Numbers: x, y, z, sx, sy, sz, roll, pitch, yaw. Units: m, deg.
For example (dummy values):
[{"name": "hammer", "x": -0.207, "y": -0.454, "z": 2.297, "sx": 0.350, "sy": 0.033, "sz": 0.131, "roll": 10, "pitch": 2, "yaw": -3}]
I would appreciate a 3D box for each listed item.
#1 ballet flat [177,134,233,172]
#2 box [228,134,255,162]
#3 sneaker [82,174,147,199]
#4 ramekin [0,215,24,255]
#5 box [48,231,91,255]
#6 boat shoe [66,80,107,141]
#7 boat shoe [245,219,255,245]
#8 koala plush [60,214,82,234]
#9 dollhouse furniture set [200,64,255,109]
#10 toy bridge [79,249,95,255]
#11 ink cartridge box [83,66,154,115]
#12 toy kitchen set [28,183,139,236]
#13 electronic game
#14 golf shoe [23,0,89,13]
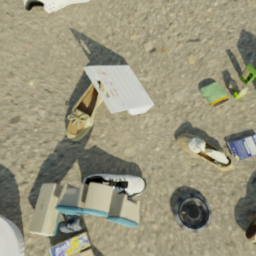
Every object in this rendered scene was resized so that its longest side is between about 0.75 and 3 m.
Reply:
[{"name": "ballet flat", "x": 2.830, "y": 0.805, "z": 10.169, "sx": 2.217, "sy": 0.724, "sz": 0.782, "roll": 28, "pitch": 77, "yaw": 8}, {"name": "box", "x": 4.405, "y": 0.749, "z": 10.454, "sx": 1.234, "sy": 0.200, "sz": 0.748, "roll": -16, "pitch": 75, "yaw": -6}, {"name": "sneaker", "x": -0.487, "y": 2.024, "z": 9.740, "sx": 2.306, "sy": 0.922, "sz": 0.850, "roll": -1, "pitch": 73, "yaw": -2}, {"name": "ramekin", "x": -4.628, "y": 4.059, "z": 8.979, "sx": 2.672, "sy": 1.244, "sz": 2.672, "roll": 0, "pitch": 74, "yaw": 0}, {"name": "box", "x": -1.948, "y": 3.987, "z": 9.426, "sx": 1.338, "sy": 0.430, "sz": 0.469, "roll": -22, "pitch": 75, "yaw": -5}, {"name": "boat shoe", "x": -1.631, "y": -0.732, "z": 10.565, "sx": 0.927, "sy": 0.793, "sz": 2.529, "roll": 22, "pitch": 76, "yaw": 6}, {"name": "boat shoe", "x": 4.847, "y": 3.159, "z": 9.582, "sx": 0.741, "sy": 0.740, "sz": 2.002, "roll": 40, "pitch": 84, "yaw": -3}, {"name": "koala plush", "x": -1.922, "y": 3.160, "z": 9.631, "sx": 0.690, "sy": 0.716, "sz": 0.779, "roll": -18, "pitch": 53, "yaw": 7}, {"name": "dollhouse furniture set", "x": 3.900, "y": -1.614, "z": 10.753, "sx": 2.018, "sy": 0.779, "sz": 1.009, "roll": -25, "pitch": 69, "yaw": -8}, {"name": "toy bridge", "x": -0.885, "y": 5.123, "z": 9.164, "sx": 0.779, "sy": 0.315, "sz": 2.316, "roll": -20, "pitch": 75, "yaw": -6}, {"name": "ink cartridge box", "x": -0.377, "y": -1.318, "z": 10.116, "sx": 2.440, "sy": 0.612, "sz": 1.979, "roll": -17, "pitch": 70, "yaw": -47}, {"name": "toy kitchen set", "x": -1.395, "y": 2.970, "z": 9.421, "sx": 2.798, "sy": 2.241, "sz": 1.648, "roll": -8, "pitch": 59, "yaw": 35}, {"name": "electronic game", "x": 2.257, "y": 2.965, "z": 9.787, "sx": 1.338, "sy": 0.278, "sz": 1.338, "roll": 1, "pitch": 73, "yaw": -4}, {"name": "golf shoe", "x": -2.990, "y": -5.436, "z": 11.850, "sx": 2.925, "sy": 1.062, "sz": 1.347, "roll": 6, "pitch": 88, "yaw": 8}]
